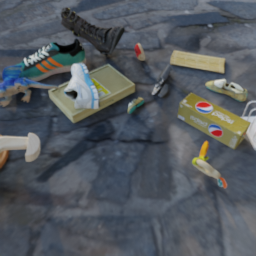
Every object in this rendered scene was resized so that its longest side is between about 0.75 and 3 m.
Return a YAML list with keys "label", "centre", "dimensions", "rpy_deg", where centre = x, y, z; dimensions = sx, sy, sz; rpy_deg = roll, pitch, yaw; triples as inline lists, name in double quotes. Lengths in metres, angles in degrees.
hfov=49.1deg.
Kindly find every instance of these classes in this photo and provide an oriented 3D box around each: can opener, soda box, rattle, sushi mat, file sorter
- label: "can opener"
  centre: [1.311, -1.664, 10.220]
  dimensions: [0.517, 0.412, 1.546]
  rpy_deg: [39, 51, -9]
- label: "soda box"
  centre: [2.590, -0.244, 8.637]
  dimensions: [2.080, 0.666, 0.704]
  rpy_deg: [33, 55, 26]
- label: "rattle"
  centre: [2.300, 0.997, 7.450]
  dimensions: [1.055, 0.687, 0.754]
  rpy_deg: [31, 62, 23]
- label: "sushi mat"
  centre: [2.776, -2.653, 11.204]
  dimensions: [2.139, 0.129, 1.023]
  rpy_deg: [13, 49, 12]
- label: "file sorter"
  centre: [4.119, -0.099, 8.418]
  dimensions: [0.901, 0.808, 1.298]
  rpy_deg: [-4, 48, -3]

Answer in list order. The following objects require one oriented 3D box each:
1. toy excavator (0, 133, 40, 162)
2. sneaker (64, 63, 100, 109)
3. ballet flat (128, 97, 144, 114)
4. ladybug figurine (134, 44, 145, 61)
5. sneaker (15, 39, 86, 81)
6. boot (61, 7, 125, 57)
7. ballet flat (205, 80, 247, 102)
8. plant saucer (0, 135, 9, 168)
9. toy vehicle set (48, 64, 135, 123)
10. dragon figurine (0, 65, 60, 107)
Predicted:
- label: "toy excavator"
  centre: [-3.709, 0.779, 6.995]
  dimensions: [2.286, 1.174, 2.351]
  rpy_deg: [25, 58, -2]
- label: "sneaker"
  centre: [-1.667, -1.386, 9.084]
  dimensions: [0.931, 0.805, 2.148]
  rpy_deg: [-12, 46, -20]
- label: "ballet flat"
  centre: [0.190, -0.762, 9.358]
  dimensions: [0.308, 0.308, 0.870]
  rpy_deg: [30, 49, 25]
- label: "ladybug figurine"
  centre: [0.451, -3.045, 11.282]
  dimensions: [0.282, 0.532, 0.784]
  rpy_deg: [-18, 67, -2]
- label: "sneaker"
  centre: [-3.024, -2.601, 10.439]
  dimensions: [2.851, 1.139, 1.018]
  rpy_deg: [-19, 47, -14]
- label: "boot"
  centre: [-1.463, -3.627, 10.340]
  dimensions: [2.262, 2.599, 0.900]
  rpy_deg: [32, 80, -17]
- label: "ballet flat"
  centre: [3.468, -1.421, 9.838]
  dimensions: [1.497, 0.529, 0.529]
  rpy_deg: [30, 54, 25]
- label: "plant saucer"
  centre: [-4.395, 0.760, 7.980]
  dimensions: [1.836, 0.296, 1.836]
  rpy_deg: [0, 48, 0]
- label: "toy vehicle set"
  centre: [-1.247, -1.282, 9.804]
  dimensions: [2.567, 0.340, 1.595]
  rpy_deg: [-30, 54, -25]
- label: "dragon figurine"
  centre: [-3.840, -1.588, 9.604]
  dimensions: [2.782, 0.819, 1.383]
  rpy_deg: [-15, 59, 1]
